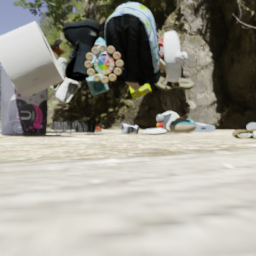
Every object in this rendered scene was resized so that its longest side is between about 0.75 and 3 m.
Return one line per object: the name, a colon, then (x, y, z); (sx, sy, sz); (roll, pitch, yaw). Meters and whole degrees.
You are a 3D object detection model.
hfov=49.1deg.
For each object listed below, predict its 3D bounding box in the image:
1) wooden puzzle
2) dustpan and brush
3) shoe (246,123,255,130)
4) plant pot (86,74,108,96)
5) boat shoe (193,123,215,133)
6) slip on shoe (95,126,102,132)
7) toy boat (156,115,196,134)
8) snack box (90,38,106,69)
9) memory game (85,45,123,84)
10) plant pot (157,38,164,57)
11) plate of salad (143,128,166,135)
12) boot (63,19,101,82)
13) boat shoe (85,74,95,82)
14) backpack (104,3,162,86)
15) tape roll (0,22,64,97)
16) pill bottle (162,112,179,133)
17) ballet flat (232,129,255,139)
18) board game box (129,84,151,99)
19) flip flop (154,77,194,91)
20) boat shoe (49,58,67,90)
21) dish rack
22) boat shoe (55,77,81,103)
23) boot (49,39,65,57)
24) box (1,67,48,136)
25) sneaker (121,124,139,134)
wooden puzzle: (0.273, -3.231, 13.467); (2.517, 0.629, 2.717); (42, -37, -16)
dustpan and brush: (1.714, -2.545, 10.095); (0.814, 1.985, 2.844); (-3, 14, 12)
shoe: (6.333, 0.055, 13.125); (1.396, 0.499, 0.635); (6, 2, 32)
plant pot: (-1.529, -2.155, 14.187); (0.958, 0.956, 0.976); (-19, 20, -3)
boat shoe: (4.679, -0.025, 17.969); (1.747, 0.645, 0.745); (2, 1, 22)
slip on shoe: (-2.288, 0.064, 20.539); (0.587, 0.485, 1.584); (-2, -2, 17)
toy boat: (2.421, -0.212, 14.724); (2.130, 0.990, 1.790); (0, 1, 32)
snack box: (-1.716, -3.104, 12.603); (1.807, 1.050, 0.335); (-32, -36, 26)
memory game: (-0.685, -1.799, 7.951); (1.101, 1.101, 0.070); (0, 13, -2)
plant pot: (1.721, -3.910, 13.637); (0.915, 0.915, 0.833); (0, 17, 33)
plate of salad: (1.024, 0.169, 10.840); (0.897, 0.215, 0.897); (-4, 10, 1)
boot: (-1.878, -2.666, 9.927); (0.895, 1.969, 2.344); (16, -1, -36)
boat shoe: (-2.138, -2.698, 14.999); (1.282, 0.433, 0.461); (13, 31, -11)
backpack: (0.133, -2.980, 9.819); (2.072, 1.953, 2.540); (8, -33, 25)
tape roll: (-2.607, -1.807, 7.507); (1.163, 1.694, 1.694); (-24, 2, -4)
pill bottle: (2.471, -0.340, 16.742); (1.242, 1.242, 2.172); (0, 0, 2)
ballet flat: (2.808, 0.158, 6.485); (0.752, 0.255, 0.272); (0, 20, 17)
board game box: (0.510, -2.654, 15.382); (0.994, 1.958, 0.466); (-25, -30, 20)
flip flop: (2.080, -2.134, 12.704); (2.108, 0.855, 0.607); (0, -41, -18)
boat shoe: (-2.447, -1.887, 9.942); (0.446, 1.206, 0.514); (23, 5, -38)
dish rack: (-2.516, -0.003, 11.521); (2.109, 0.575, 1.618); (0, -1, -39)
boat shoe: (-2.129, -1.818, 11.084); (0.670, 1.932, 0.684); (26, -1, 42)
boot: (-3.403, -3.967, 13.967); (0.788, 0.287, 0.837); (-40, -28, 9)
box: (-3.262, -0.769, 8.903); (1.359, 2.056, 1.180); (0, 0, -16)
sneaker: (0.140, 0.094, 13.188); (0.646, 0.452, 1.118); (4, 5, -27)
